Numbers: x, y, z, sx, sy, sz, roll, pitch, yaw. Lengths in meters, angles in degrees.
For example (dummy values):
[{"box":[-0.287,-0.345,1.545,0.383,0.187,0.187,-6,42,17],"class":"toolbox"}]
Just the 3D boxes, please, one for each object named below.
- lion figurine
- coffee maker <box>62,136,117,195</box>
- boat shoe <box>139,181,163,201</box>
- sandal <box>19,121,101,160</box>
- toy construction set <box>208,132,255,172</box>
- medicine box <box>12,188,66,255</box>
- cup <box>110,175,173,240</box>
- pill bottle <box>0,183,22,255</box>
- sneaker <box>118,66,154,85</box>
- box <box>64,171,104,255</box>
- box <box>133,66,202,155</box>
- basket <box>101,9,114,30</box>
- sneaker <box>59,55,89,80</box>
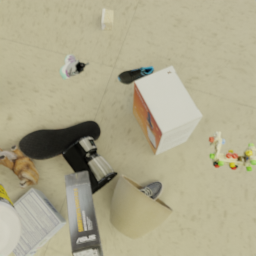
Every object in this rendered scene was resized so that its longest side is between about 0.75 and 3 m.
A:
[{"box":[-4.287,1.114,9.852,2.561,1.568,0.928,24,60,25],"class":"lion figurine"},{"box":[-1.496,1.392,9.697,1.638,1.149,1.706,-35,73,-11],"class":"coffee maker"},{"box":[0.597,2.261,9.427,1.556,0.722,0.581,-37,65,-20],"class":"boat shoe"},{"box":[-2.451,0.497,10.363,2.957,0.666,1.111,-14,76,-20],"class":"sandal"},{"box":[2.813,0.705,7.474,1.579,1.035,0.727,21,62,0],"class":"toy construction set"},{"box":[-3.215,3.148,9.214,1.685,0.867,1.535,-42,76,-12],"class":"medicine box"},{"box":[0.217,2.646,8.933,1.991,1.991,1.424,33,85,11],"class":"cup"},{"box":[-3.659,1.962,6.756,1.509,1.509,2.711,-49,35,-15],"class":"pill bottle"},{"box":[0.262,-1.826,9.379,1.334,0.546,0.488,-19,77,-29],"class":"sneaker"},{"box":[-0.908,2.376,6.226,0.548,2.266,1.795,-11,42,-10],"class":"box"},{"box":[1.180,-0.468,9.575,1.373,2.583,1.967,-24,71,-8],"class":"box"},{"box":[-0.888,-4.699,12.172,0.477,0.524,0.773,3,71,-1],"class":"basket"},{"box":[-1.262,-1.569,6.957,0.659,0.366,0.942,-11,45,17],"class":"sneaker"}]
